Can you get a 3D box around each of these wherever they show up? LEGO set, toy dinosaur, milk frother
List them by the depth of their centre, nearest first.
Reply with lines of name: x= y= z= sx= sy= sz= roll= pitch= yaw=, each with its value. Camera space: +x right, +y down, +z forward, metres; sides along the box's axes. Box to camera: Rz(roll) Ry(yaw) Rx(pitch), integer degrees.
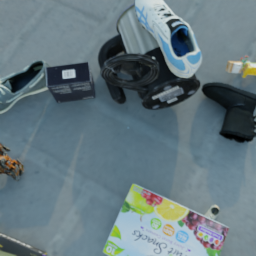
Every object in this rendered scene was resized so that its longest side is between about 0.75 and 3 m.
toy dinosaur: x=-3.810 y=0.845 z=7.191 sx=2.243 sy=1.145 sz=1.522 roll=24 pitch=42 yaw=-17
milk frother: x=0.383 y=-2.189 z=7.676 sx=2.659 sy=2.947 sz=2.772 roll=-17 pitch=71 yaw=-4
LEGO set: x=4.310 y=-2.266 z=8.792 sx=2.558 sy=1.177 sz=0.952 roll=-18 pitch=53 yaw=18

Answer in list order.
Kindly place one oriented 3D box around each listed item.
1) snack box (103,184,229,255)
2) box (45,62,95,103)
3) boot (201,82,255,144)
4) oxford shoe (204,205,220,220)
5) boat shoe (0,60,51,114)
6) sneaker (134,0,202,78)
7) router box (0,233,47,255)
snack box: x=0.925 y=2.783 z=7.042 sx=2.583 sy=0.684 sz=1.837 roll=23 pitch=80 yaw=8
box: x=-1.673 y=-1.318 z=8.319 sx=1.250 sy=1.138 sz=0.650 roll=-8 pitch=71 yaw=-3
boot: x=2.974 y=-0.437 z=8.275 sx=1.835 sy=0.679 sz=1.504 roll=16 pitch=71 yaw=1
oxford shoe: x=2.175 y=2.431 z=7.487 sx=0.313 sy=0.241 sz=0.834 roll=36 pitch=77 yaw=8
boat shoe: x=-3.602 y=-1.245 z=8.426 sx=2.843 sy=0.878 sz=1.035 roll=-25 pitch=73 yaw=-9
sneaker: x=1.030 y=-2.558 z=7.064 sx=0.993 sy=1.002 sz=2.764 roll=-20 pitch=70 yaw=-19
router box: x=-3.138 y=3.495 z=6.988 sx=1.740 sy=0.454 sz=1.368 roll=19 pitch=72 yaw=7
